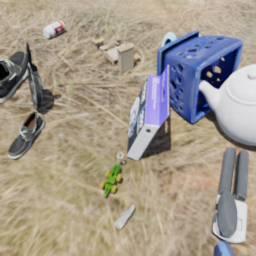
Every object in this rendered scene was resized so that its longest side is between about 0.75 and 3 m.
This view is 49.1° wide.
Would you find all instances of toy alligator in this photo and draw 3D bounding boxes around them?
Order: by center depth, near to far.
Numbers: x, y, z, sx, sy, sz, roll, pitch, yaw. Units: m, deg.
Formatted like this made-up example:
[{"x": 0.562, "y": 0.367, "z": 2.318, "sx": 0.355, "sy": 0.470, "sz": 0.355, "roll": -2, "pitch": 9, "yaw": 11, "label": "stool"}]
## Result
[{"x": -0.405, "y": 1.369, "z": 8.084, "sx": 0.450, "sy": 0.326, "sz": 1.356, "roll": 20, "pitch": 65, "yaw": 11, "label": "toy alligator"}]

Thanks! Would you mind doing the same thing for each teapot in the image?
[{"x": 4.047, "y": -0.975, "z": 8.622, "sx": 2.873, "sy": 2.098, "sz": 2.836, "roll": -34, "pitch": 45, "yaw": -6, "label": "teapot"}]

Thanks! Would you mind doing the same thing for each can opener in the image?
[{"x": 2.874, "y": 1.592, "z": 7.525, "sx": 0.788, "sy": 0.988, "sz": 2.955, "roll": 14, "pitch": 50, "yaw": 13, "label": "can opener"}]

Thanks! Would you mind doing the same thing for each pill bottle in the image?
[{"x": -3.582, "y": -4.743, "z": 13.523, "sx": 0.552, "sy": 0.552, "sz": 1.007, "roll": 32, "pitch": 56, "yaw": 25, "label": "pill bottle"}]

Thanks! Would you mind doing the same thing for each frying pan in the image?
[{"x": -3.274, "y": -1.851, "z": 9.641, "sx": 0.415, "sy": 2.550, "sz": 1.542, "roll": -10, "pitch": 35, "yaw": -24, "label": "frying pan"}]

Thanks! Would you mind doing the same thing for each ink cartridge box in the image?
[{"x": 0.578, "y": -0.517, "z": 8.600, "sx": 0.488, "sy": 2.247, "sz": 2.226, "roll": 18, "pitch": 47, "yaw": -12, "label": "ink cartridge box"}]

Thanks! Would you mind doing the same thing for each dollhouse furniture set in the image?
[{"x": -0.470, "y": -3.599, "z": 12.164, "sx": 1.225, "sy": 1.046, "sz": 2.363, "roll": -27, "pitch": 53, "yaw": -22, "label": "dollhouse furniture set"}]

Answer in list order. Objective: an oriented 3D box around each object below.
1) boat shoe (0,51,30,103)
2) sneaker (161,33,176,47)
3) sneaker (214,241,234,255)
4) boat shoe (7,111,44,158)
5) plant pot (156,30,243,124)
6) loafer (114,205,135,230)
[{"x": -4.684, "y": -2.241, "z": 11.000, "sx": 1.026, "sy": 0.966, "sz": 2.856, "roll": 3, "pitch": 47, "yaw": 9, "label": "boat shoe"}, {"x": 1.847, "y": -3.767, "z": 12.407, "sx": 0.663, "sy": 0.735, "sz": 1.794, "roll": 14, "pitch": 57, "yaw": 1, "label": "sneaker"}, {"x": 1.849, "y": 3.405, "z": 6.080, "sx": 0.833, "sy": 0.749, "sz": 2.025, "roll": 12, "pitch": 48, "yaw": 13, "label": "sneaker"}, {"x": -3.374, "y": 0.202, "z": 9.060, "sx": 0.623, "sy": 0.586, "sz": 1.734, "roll": 13, "pitch": 52, "yaw": 16, "label": "boat shoe"}, {"x": 2.300, "y": -1.972, "z": 9.890, "sx": 2.373, "sy": 2.374, "sz": 2.134, "roll": -33, "pitch": 50, "yaw": -25, "label": "plant pot"}, {"x": -0.087, "y": 2.308, "z": 7.376, "sx": 0.263, "sy": 0.264, "sz": 0.755, "roll": 32, "pitch": 55, "yaw": 17, "label": "loafer"}]
